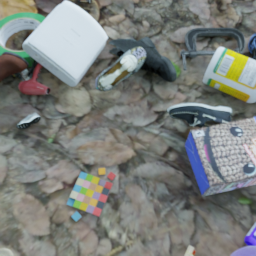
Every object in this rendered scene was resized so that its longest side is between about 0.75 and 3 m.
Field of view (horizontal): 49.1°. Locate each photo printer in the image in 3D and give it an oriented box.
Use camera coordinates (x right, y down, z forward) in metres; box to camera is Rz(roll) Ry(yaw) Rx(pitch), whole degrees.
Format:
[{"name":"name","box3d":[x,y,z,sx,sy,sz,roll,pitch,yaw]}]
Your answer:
[{"name":"photo printer","box3d":[-2.210,-3.309,10.686,2.327,0.971,2.797,38,64,-17]}]

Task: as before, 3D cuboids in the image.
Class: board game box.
[{"name":"board game box","box3d":[3.249,0.899,8.853,2.343,1.135,1.868,-12,63,-5]}]

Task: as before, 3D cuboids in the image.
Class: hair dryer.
[{"name":"hair dryer","box3d":[-3.528,-1.921,10.434,1.496,0.534,1.964,-41,70,11]}]

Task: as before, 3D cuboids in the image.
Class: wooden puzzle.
[{"name":"wooden puzzle","box3d":[-1.195,2.058,8.820,1.113,0.132,1.877,18,64,9]}]

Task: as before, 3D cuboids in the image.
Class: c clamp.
[{"name":"c clamp","box3d":[3.465,-3.272,11.473,2.842,0.385,2.428,-5,56,0]}]

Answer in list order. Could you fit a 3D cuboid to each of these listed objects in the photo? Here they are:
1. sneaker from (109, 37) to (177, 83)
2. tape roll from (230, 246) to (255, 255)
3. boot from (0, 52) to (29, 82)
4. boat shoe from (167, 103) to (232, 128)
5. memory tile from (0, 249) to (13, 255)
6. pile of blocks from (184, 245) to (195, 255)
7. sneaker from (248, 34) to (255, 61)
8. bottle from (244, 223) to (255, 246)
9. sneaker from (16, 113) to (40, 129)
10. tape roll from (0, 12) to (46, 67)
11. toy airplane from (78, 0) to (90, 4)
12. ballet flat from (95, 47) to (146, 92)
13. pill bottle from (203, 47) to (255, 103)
[{"name":"sneaker","box3d":[0.509,-2.586,10.880,1.522,0.876,2.918,-25,61,-12]},{"name":"tape roll","box3d":[3.206,4.014,6.578,0.917,2.158,2.158,29,61,-22]},{"name":"boot","box3d":[-4.964,-1.432,9.966,2.491,0.906,2.646,4,61,18]},{"name":"boat shoe","box3d":[2.479,-0.348,9.453,2.390,0.904,0.721,2,76,-13]},{"name":"memory tile","box3d":[-3.028,4.711,7.388,2.691,0.226,2.063,27,66,13]},{"name":"pile of blocks","box3d":[1.647,3.603,7.619,0.279,0.369,0.899,20,22,23]},{"name":"sneaker","box3d":[5.250,-3.125,11.166,0.697,0.774,1.988,8,63,5]},{"name":"bottle","box3d":[3.978,2.955,8.165,0.566,0.443,1.356,44,70,6]},{"name":"sneaker","box3d":[-3.564,-0.241,9.954,0.862,0.319,0.342,-30,57,-21]},{"name":"tape roll","box3d":[-4.302,-3.649,11.534,2.534,0.609,2.534,0,62,0]},{"name":"toy airplane","box3d":[-1.981,-6.578,12.816,1.495,1.055,1.489,-37,68,-18]},{"name":"ballet flat","box3d":[-0.260,-2.069,10.146,2.262,0.814,0.814,-38,66,8]},{"name":"pill bottle","box3d":[4.157,-1.769,10.071,2.570,1.449,1.449,27,66,13]}]
